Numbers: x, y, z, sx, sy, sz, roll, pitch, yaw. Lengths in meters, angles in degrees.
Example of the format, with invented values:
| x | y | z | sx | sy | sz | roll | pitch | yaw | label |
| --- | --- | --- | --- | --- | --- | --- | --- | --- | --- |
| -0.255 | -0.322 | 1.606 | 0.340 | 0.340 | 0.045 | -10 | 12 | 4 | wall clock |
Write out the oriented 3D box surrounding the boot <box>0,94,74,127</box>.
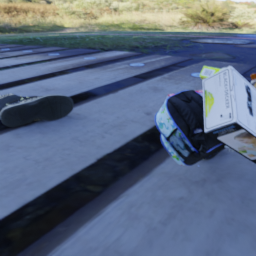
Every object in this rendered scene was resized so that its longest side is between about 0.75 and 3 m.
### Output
| x | y | z | sx | sy | sz | roll | pitch | yaw | label |
| --- | --- | --- | --- | --- | --- | --- | --- | --- | --- |
| -3.783 | -0.926 | 11.008 | 2.762 | 0.997 | 2.086 | -16 | 26 | -33 | boot |

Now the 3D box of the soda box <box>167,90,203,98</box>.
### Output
| x | y | z | sx | sy | sz | roll | pitch | yaw | label |
| --- | --- | --- | --- | --- | --- | --- | --- | --- | --- |
| 2.783 | -0.972 | 11.215 | 2.490 | 0.872 | 0.790 | -9 | 26 | -19 | soda box |

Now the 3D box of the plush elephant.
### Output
| x | y | z | sx | sy | sz | roll | pitch | yaw | label |
| --- | --- | --- | --- | --- | --- | --- | --- | --- | --- |
| 2.138 | -0.264 | 7.364 | 1.535 | 1.983 | 1.633 | -5 | -25 | 33 | plush elephant |

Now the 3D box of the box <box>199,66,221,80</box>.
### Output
| x | y | z | sx | sy | sz | roll | pitch | yaw | label |
| --- | --- | --- | --- | --- | --- | --- | --- | --- | --- |
| 4.258 | -1.755 | 12.139 | 1.492 | 0.583 | 2.447 | 25 | -3 | 43 | box |

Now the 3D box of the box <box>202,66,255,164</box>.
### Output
| x | y | z | sx | sy | sz | roll | pitch | yaw | label |
| --- | --- | --- | --- | --- | --- | --- | --- | --- | --- |
| 2.197 | -0.129 | 5.178 | 1.960 | 1.143 | 0.589 | 26 | -34 | -35 | box |

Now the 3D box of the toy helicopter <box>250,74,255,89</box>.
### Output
| x | y | z | sx | sy | sz | roll | pitch | yaw | label |
| --- | --- | --- | --- | --- | --- | --- | --- | --- | --- |
| 5.476 | -1.847 | 11.531 | 0.873 | 2.213 | 1.464 | 2 | 42 | 6 | toy helicopter |

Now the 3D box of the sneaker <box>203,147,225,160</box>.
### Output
| x | y | z | sx | sy | sz | roll | pitch | yaw | label |
| --- | --- | --- | --- | --- | --- | --- | --- | --- | --- |
| 2.383 | 0.626 | 8.378 | 1.216 | 0.428 | 0.569 | -24 | 8 | -29 | sneaker |

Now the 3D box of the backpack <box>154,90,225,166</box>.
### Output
| x | y | z | sx | sy | sz | roll | pitch | yaw | label |
| --- | --- | --- | --- | --- | --- | --- | --- | --- | --- |
| 1.253 | 0.011 | 5.844 | 1.290 | 1.036 | 1.410 | -20 | 67 | -33 | backpack |
